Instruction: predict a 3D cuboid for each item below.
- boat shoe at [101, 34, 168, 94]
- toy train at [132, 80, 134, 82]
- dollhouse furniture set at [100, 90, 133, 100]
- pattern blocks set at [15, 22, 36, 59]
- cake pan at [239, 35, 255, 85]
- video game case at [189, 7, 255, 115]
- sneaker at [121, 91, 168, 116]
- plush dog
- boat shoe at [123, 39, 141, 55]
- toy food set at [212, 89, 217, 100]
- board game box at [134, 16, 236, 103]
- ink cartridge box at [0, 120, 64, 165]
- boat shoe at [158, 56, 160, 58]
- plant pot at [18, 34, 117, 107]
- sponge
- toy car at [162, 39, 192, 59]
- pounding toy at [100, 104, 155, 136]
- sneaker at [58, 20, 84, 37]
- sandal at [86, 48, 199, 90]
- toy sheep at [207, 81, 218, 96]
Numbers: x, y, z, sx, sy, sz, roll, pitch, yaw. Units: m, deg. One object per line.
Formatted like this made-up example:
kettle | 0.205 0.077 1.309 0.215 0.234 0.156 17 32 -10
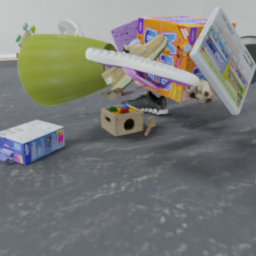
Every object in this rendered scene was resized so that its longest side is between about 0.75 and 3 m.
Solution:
boat shoe | 0.188 -1.987 7.813 2.226 0.848 0.798 -47 16 -15
toy train | 0.407 -2.276 10.307 1.810 0.766 1.047 -20 51 -28
dollhouse furniture set | -0.719 -1.536 10.064 1.346 0.955 1.067 -2 17 46
pattern blocks set | -4.022 -3.367 11.082 0.136 1.476 1.679 24 -3 -2
cake pan | 3.815 -2.106 9.294 1.895 1.895 0.347 0 43 0
video game case | 2.360 -1.603 6.732 0.217 1.968 1.792 -9 43 50
sneaker | 0.835 -1.389 14.493 2.598 1.176 0.863 9 21 24
plush dog | 2.788 -1.361 10.630 1.040 0.893 0.835 27 55 28
boat shoe | 0.097 -3.048 12.000 0.647 0.588 1.760 -16 -12 -21
toy food set | 3.460 -1.685 10.991 0.169 1.071 0.681 -11 -31 42
board game box | 2.317 -3.139 12.081 2.882 2.879 2.880 -18 33 -34
ink cartridge box | -3.547 0.496 9.799 1.506 0.843 2.208 13 22 30
boat shoe | 0.684 -2.362 9.187 0.835 0.263 0.305 9 49 27
plant pot | -1.731 -2.021 9.414 2.705 2.531 2.531 0 18 24
sponge | 0.332 -3.908 14.378 1.603 2.873 0.428 -17 14 19
toy car | 1.611 -2.416 9.278 1.462 0.717 0.487 -30 59 -32
pounding toy | 0.231 -0.406 12.039 2.211 1.011 1.942 -12 23 -28
sneaker | -2.330 -3.375 11.403 1.146 0.943 2.491 -26 75 -35
sandal | 0.263 -1.199 6.197 2.668 0.656 1.086 22 22 23
toy sheep | 2.874 -1.678 8.105 1.176 1.706 1.176 20 -15 6
